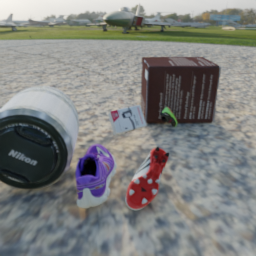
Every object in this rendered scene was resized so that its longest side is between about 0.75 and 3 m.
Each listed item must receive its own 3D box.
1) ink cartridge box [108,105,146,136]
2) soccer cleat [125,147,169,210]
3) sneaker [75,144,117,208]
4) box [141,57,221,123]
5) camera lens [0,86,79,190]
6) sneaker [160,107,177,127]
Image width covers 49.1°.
[{"bbox_3d":[-0.029,-0.271,9.651,1.111,0.807,0.463,-15,-9,-18],"label":"ink cartridge box"},{"bbox_3d":[0.477,1.364,7.351,0.705,0.875,2.053,31,48,2],"label":"soccer cleat"},{"bbox_3d":[-0.844,0.969,7.261,0.984,1.018,2.440,-9,22,1],"label":"sneaker"},{"bbox_3d":[2.111,-1.732,12.254,2.928,2.405,2.429,-1,23,-2],"label":"box"},{"bbox_3d":[-2.625,0.158,8.029,2.303,2.303,2.879,-2,24,-4],"label":"camera lens"},{"bbox_3d":[1.586,-0.393,11.074,0.489,1.168,0.448,-29,48,13],"label":"sneaker"}]
